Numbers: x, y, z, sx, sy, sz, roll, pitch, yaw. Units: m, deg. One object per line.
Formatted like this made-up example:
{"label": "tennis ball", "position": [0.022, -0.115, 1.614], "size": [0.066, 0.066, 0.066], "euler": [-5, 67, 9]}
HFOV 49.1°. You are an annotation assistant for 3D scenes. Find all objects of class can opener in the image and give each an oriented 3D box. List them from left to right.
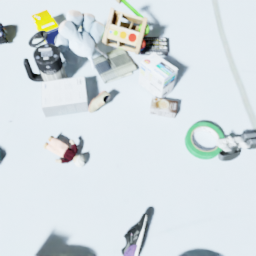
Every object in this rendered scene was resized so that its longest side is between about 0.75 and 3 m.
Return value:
{"label": "can opener", "position": [4.200, 0.577, 9.786], "size": [2.415, 0.802, 0.636], "euler": [-9, 37, -10]}

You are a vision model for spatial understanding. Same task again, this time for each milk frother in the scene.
{"label": "milk frother", "position": [-3.151, -2.668, 10.969], "size": [1.525, 1.590, 1.690], "euler": [9, 62, 3]}

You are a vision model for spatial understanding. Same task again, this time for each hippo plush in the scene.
{"label": "hippo plush", "position": [-1.926, -3.406, 11.295], "size": [2.251, 1.810, 1.793], "euler": [51, 57, -14]}

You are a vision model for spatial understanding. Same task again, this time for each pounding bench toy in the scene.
{"label": "pounding bench toy", "position": [0.071, -4.215, 11.291], "size": [1.660, 1.322, 2.128], "euler": [15, 100, -2]}

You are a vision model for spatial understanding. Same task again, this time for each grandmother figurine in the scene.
{"label": "grandmother figurine", "position": [-2.139, 0.844, 9.734], "size": [1.568, 0.475, 0.951], "euler": [31, 90, 13]}

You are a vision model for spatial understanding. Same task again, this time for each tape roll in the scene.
{"label": "tape roll", "position": [2.710, 0.458, 9.987], "size": [1.356, 0.326, 1.356], "euler": [0, 61, 1]}

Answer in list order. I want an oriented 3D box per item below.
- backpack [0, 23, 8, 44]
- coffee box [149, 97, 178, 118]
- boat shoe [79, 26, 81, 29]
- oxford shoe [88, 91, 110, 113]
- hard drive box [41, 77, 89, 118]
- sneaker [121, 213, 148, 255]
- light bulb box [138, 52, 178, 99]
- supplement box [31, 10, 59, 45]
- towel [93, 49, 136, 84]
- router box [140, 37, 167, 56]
{"label": "backpack", "position": [-5.856, -4.170, 12.292], "size": [1.061, 0.817, 1.011], "euler": [-9, 51, -2]}
{"label": "coffee box", "position": [1.341, -0.762, 10.611], "size": [1.000, 0.399, 0.572], "euler": [9, 62, 5]}
{"label": "boat shoe", "position": [-1.891, -4.737, 12.681], "size": [0.678, 0.584, 1.857], "euler": [-32, 66, -16]}
{"label": "oxford shoe", "position": [-1.082, -0.949, 10.478], "size": [1.030, 0.364, 0.380], "euler": [-52, 46, -4]}
{"label": "hard drive box", "position": [-2.399, -1.185, 10.670], "size": [1.663, 0.639, 1.296], "euler": [-8, 59, -5]}
{"label": "sneaker", "position": [0.182, 3.182, 8.409], "size": [0.604, 0.523, 1.380], "euler": [14, 62, 13]}
{"label": "light bulb box", "position": [1.110, -1.967, 10.740], "size": [0.784, 1.256, 1.245], "euler": [-39, 67, -23]}
{"label": "supplement box", "position": [-3.571, -4.394, 12.384], "size": [0.777, 0.772, 1.418], "euler": [-28, 65, -14]}
{"label": "towel", "position": [-0.592, -2.620, 11.761], "size": [1.538, 0.266, 1.481], "euler": [-24, 61, -10]}
{"label": "router box", "position": [1.112, -3.563, 12.204], "size": [1.151, 0.294, 0.858], "euler": [1, 61, 1]}
